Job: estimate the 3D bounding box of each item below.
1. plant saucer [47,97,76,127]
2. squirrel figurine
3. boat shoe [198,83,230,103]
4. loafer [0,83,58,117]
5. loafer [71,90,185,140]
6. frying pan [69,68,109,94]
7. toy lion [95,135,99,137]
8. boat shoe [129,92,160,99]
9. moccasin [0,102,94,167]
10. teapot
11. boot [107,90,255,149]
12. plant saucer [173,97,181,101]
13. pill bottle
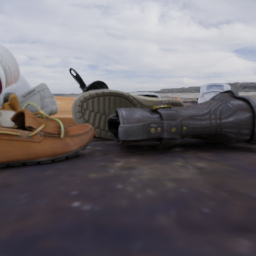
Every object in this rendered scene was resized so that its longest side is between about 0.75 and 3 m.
[{"bbox_3d":[-1.988,-0.555,8.056,2.834,0.457,2.834,5,13,-1],"label":"plant saucer"},{"bbox_3d":[-2.319,-0.002,4.746,1.059,0.803,1.135,-12,-6,-16],"label":"squirrel figurine"},{"bbox_3d":[2.334,-0.431,7.662,0.976,0.867,2.653,0,-10,22],"label":"boat shoe"},{"bbox_3d":[-2.460,-0.385,5.941,2.115,0.738,0.740,-15,5,17],"label":"loafer"},{"bbox_3d":[0.008,-0.260,5.829,2.550,0.965,0.871,4,2,-29],"label":"loafer"},{"bbox_3d":[-1.697,-1.264,11.260,0.441,1.639,2.709,21,5,36],"label":"frying pan"},{"bbox_3d":[-0.949,0.032,6.122,1.029,0.369,1.073,-7,4,5],"label":"toy lion"},{"bbox_3d":[-0.043,-1.030,11.758,2.881,1.060,0.942,-17,2,-14],"label":"boat shoe"},{"bbox_3d":[-1.194,0.051,3.251,1.807,0.698,0.661,-3,6,-36],"label":"moccasin"},{"bbox_3d":[-5.866,-1.474,12.911,2.957,2.996,2.188,35,63,26],"label":"teapot"},{"bbox_3d":[0.821,-0.169,4.813,2.357,0.937,2.708,-3,3,-2],"label":"boot"},{"bbox_3d":[0.628,-0.377,7.675,1.760,0.284,1.760,-23,5,2],"label":"plant saucer"},{"bbox_3d":[-3.800,-1.088,6.546,1.324,1.324,2.319,3,32,32],"label":"pill bottle"}]
